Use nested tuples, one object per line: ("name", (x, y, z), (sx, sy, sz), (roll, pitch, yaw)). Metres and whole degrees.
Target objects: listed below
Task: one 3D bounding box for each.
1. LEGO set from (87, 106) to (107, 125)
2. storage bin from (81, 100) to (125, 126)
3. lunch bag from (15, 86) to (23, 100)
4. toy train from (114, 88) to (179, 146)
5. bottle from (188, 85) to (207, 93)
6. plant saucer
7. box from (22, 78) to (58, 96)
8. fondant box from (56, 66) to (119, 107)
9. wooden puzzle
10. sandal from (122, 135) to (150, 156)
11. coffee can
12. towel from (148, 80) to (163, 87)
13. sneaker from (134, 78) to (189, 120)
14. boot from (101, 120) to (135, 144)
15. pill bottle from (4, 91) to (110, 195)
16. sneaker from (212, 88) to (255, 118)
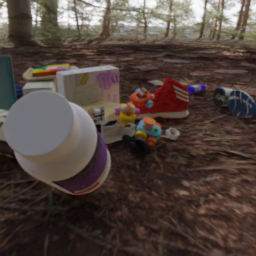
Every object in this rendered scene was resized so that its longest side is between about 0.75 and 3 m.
("LEGO set", (-1.610, -0.046, 9.313), (2.129, 0.874, 0.812), (-16, 9, 7))
("storage bin", (-0.920, -0.444, 10.464), (1.492, 0.699, 1.482), (15, 28, 32))
("lunch bag", (-5.281, -1.659, 13.379), (1.057, 0.699, 0.718), (14, 26, 32))
("toy train", (0.621, -0.547, 9.502), (1.863, 0.690, 2.480), (-18, 52, -26))
("bottle", (3.693, -2.082, 14.852), (1.085, 0.354, 0.453), (-12, 25, -26))
("plant saucer", (-4.068, -0.920, 8.980), (0.944, 2.701, 0.256), (-16, 20, -41))
("box", (-3.976, -1.675, 12.952), (1.278, 1.046, 2.692), (-3, 23, -8))
("fondant box", (-1.582, -1.493, 11.531), (2.510, 1.811, 0.731), (-16, 27, -33))
("wooden puzzle", (-3.641, -2.732, 13.537), (2.470, 0.460, 2.285), (-3, 22, -8))
("sandal", (0.173, 0.561, 8.389), (0.323, 0.507, 1.348), (-25, 23, -29))
("coffee can", (-3.481, 0.155, 8.172), (1.793, 1.312, 1.312), (11, 25, 24))
("towel", (1.698, -2.625, 16.477), (0.771, 0.122, 1.074), (-9, 25, -23))
("sneaker", (1.033, -1.232, 11.131), (2.808, 1.622, 1.100), (-2, 22, -7))
("boot", (-0.314, 0.036, 9.349), (1.372, 0.656, 0.505), (-19, 29, -38))
("pill bottle", (-1.281, 0.398, 5.607), (1.531, 1.531, 2.748), (2, -21, 6))
("sneaker", (4.792, -1.203, 11.930), (1.155, 1.045, 2.712), (-2, 23, -15))
